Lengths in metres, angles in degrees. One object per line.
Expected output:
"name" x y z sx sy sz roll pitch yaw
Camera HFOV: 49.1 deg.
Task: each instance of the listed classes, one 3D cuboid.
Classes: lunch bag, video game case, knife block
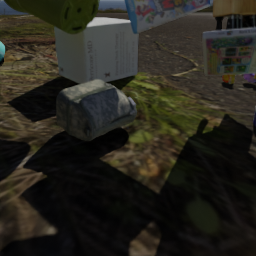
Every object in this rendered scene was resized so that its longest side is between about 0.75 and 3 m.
"lunch bag" -0.730 -0.381 6.713 1.318 1.095 1.571 34 40 30
"video game case" 0.904 -3.474 7.186 2.054 1.470 0.183 -14 2 21
"knife block" 3.011 -3.744 8.191 2.438 2.778 0.889 -53 28 -5
"video game case" 2.461 -1.600 6.066 1.588 0.207 1.745 1 -13 17

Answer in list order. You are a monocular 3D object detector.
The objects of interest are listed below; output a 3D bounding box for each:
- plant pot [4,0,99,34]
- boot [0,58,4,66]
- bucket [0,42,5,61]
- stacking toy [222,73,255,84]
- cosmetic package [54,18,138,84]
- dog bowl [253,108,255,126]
"plant pot" -1.999 -3.750 7.754 2.121 2.233 2.233 41 41 18
"boot" -6.016 -3.102 12.654 1.330 0.604 1.583 11 35 28
"bucket" -6.050 -3.166 11.297 1.898 1.235 1.898 -13 58 21
"stacking toy" 4.729 -1.721 10.123 1.555 0.484 2.062 -15 32 -25
"cosmetic package" -1.204 -3.047 10.861 2.513 2.103 2.090 -21 34 -35
"dog bowl" 3.802 -0.252 7.076 1.139 0.449 1.139 0 26 0
